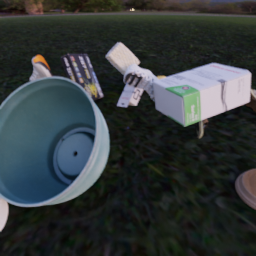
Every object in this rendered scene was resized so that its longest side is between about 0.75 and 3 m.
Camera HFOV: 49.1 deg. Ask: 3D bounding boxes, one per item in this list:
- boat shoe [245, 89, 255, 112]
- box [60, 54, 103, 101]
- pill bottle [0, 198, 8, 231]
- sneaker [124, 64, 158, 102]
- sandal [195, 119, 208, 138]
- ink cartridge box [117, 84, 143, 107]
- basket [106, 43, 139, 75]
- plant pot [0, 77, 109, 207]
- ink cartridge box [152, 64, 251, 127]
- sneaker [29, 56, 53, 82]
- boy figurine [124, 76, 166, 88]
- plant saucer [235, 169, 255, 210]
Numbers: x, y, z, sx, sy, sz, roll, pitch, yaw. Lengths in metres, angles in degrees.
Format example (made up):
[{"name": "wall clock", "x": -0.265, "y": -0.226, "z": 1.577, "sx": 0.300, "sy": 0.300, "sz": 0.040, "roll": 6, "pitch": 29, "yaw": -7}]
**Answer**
[{"name": "boat shoe", "x": 5.349, "y": -1.124, "z": 11.685, "sx": 0.569, "sy": 0.665, "sz": 1.816, "roll": -1, "pitch": 38, "yaw": -11}, {"name": "box", "x": -1.728, "y": -1.873, "z": 10.663, "sx": 0.450, "sy": 1.832, "sz": 1.476, "roll": -18, "pitch": 6, "yaw": 21}, {"name": "pill bottle", "x": -3.538, "y": 1.745, "z": 5.796, "sx": 1.824, "sy": 1.028, "sz": 1.028, "roll": 4, "pitch": 28, "yaw": 7}, {"name": "sneaker", "x": 0.806, "y": -1.500, "z": 9.490, "sx": 2.023, "sy": 0.760, "sz": 0.820, "roll": 29, "pitch": 38, "yaw": -20}, {"name": "sandal", "x": 2.580, "y": -0.103, "z": 9.774, "sx": 0.383, "sy": 0.534, "sz": 1.344, "roll": 12, "pitch": 44, "yaw": 5}, {"name": "ink cartridge box", "x": 0.117, "y": -1.343, "z": 11.512, "sx": 0.424, "sy": 1.250, "sz": 0.725, "roll": 31, "pitch": -11, "yaw": -37}, {"name": "basket", "x": -0.173, "y": -2.407, "z": 9.853, "sx": 0.707, "sy": 1.044, "sz": 0.644, "roll": -48, "pitch": 15, "yaw": -1}, {"name": "plant pot", "x": -1.599, "y": 0.479, "z": 6.678, "sx": 2.822, "sy": 2.822, "sz": 1.891, "roll": 14, "pitch": -13, "yaw": 25}, {"name": "ink cartridge box", "x": 2.172, "y": -1.076, "z": 8.379, "sx": 2.330, "sy": 0.979, "sz": 1.700, "roll": -19, "pitch": 28, "yaw": -17}, {"name": "sneaker", "x": -3.124, "y": -1.741, "z": 9.887, "sx": 0.921, "sy": 2.003, "sz": 0.758, "roll": -25, "pitch": 72, "yaw": -8}, {"name": "boy figurine", "x": 0.881, "y": -2.148, "z": 13.494, "sx": 2.116, "sy": 0.682, "sz": 1.315, "roll": -4, "pitch": 24, "yaw": -10}, {"name": "plant saucer", "x": 3.620, "y": 1.544, "z": 7.011, "sx": 1.763, "sy": 0.260, "sz": 1.763, "roll": 1, "pitch": 28, "yaw": 0}]
